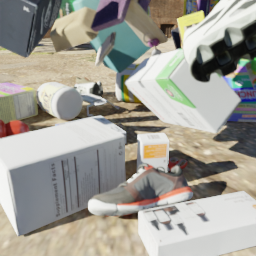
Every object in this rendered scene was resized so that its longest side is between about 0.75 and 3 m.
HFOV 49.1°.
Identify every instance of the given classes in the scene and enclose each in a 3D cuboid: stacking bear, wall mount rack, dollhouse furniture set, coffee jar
[{"bbox_3d":[-3.470,0.200,7.025,1.894,1.077,1.150,-2,31,-26],"label":"stacking bear"},{"bbox_3d":[-1.194,-0.905,10.453,1.424,0.611,1.639,-22,30,-36],"label":"wall mount rack"},{"bbox_3d":[-0.358,-2.628,7.211,2.747,2.177,1.950,-3,-26,39],"label":"dollhouse furniture set"},{"bbox_3d":[-1.529,-4.619,11.468,2.806,1.463,1.197,-4,8,12],"label":"coffee jar"}]

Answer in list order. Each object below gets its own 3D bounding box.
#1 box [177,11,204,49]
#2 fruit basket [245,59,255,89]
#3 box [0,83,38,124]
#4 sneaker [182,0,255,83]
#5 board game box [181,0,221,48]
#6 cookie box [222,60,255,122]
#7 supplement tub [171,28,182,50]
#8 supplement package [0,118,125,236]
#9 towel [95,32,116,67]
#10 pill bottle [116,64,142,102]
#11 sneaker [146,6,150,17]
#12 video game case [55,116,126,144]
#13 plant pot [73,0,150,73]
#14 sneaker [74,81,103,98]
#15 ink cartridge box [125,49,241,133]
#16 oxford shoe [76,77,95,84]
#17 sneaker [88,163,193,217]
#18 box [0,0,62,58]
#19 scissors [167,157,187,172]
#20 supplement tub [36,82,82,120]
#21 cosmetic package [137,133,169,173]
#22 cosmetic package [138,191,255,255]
[{"bbox_3d":[1.592,-1.294,6.166,0.561,2.237,0.842,-13,8,14],"label":"box"},{"bbox_3d":[3.842,-1.732,7.754,1.116,1.205,0.565,-39,40,9],"label":"fruit basket"},{"bbox_3d":[-4.511,-0.826,9.634,1.759,0.967,2.000,16,26,35],"label":"box"},{"bbox_3d":[1.569,-1.374,3.271,2.041,0.756,0.903,-22,48,16],"label":"sneaker"},{"bbox_3d":[2.253,-3.266,7.678,1.614,1.952,0.554,-27,42,-29],"label":"board game box"},{"bbox_3d":[4.040,-1.330,9.615,1.900,0.835,2.222,3,59,6],"label":"cookie box"},{"bbox_3d":[3.081,-3.391,9.693,2.987,1.598,1.598,-16,17,17],"label":"supplement tub"},{"bbox_3d":[-1.255,0.752,5.185,2.095,1.255,1.270,-15,26,-33],"label":"supplement package"},{"bbox_3d":[-0.522,-1.795,6.364,0.133,0.773,0.512,25,47,-23],"label":"towel"},{"bbox_3d":[0.982,-1.773,11.264,2.739,1.545,1.545,3,22,10],"label":"pill bottle"},{"bbox_3d":[0.484,-4.470,11.666,0.663,1.794,0.726,7,20,35],"label":"sneaker"},{"bbox_3d":[-1.086,0.161,7.919,1.488,0.373,1.642,-12,24,-28],"label":"video game case"},{"bbox_3d":[-0.531,-3.193,8.675,1.598,2.261,1.598,-40,30,-4],"label":"plant pot"},{"bbox_3d":[-1.784,-1.491,11.894,1.220,0.800,2.120,-8,13,4],"label":"sneaker"},{"bbox_3d":[0.885,-0.682,5.143,0.755,1.311,1.796,-51,22,-9],"label":"ink cartridge box"},{"bbox_3d":[-2.142,-2.352,14.269,1.191,0.445,0.419,6,22,14],"label":"oxford shoe"},{"bbox_3d":[0.193,1.033,4.842,1.919,0.786,0.739,-2,-22,-29],"label":"sneaker"},{"bbox_3d":[-1.729,-2.174,4.877,0.776,1.101,1.488,26,48,-11],"label":"box"},{"bbox_3d":[0.917,0.950,6.308,0.448,0.085,1.223,19,29,31],"label":"scissors"},{"bbox_3d":[-2.447,-0.982,9.817,1.127,1.127,1.554,-17,27,-38],"label":"supplement tub"},{"bbox_3d":[0.478,0.676,5.588,0.555,1.094,0.390,-4,26,-9],"label":"cosmetic package"},{"bbox_3d":[1.199,1.509,4.320,1.939,0.491,0.800,-6,23,-16],"label":"cosmetic package"}]
